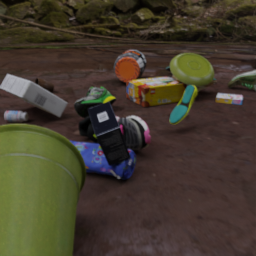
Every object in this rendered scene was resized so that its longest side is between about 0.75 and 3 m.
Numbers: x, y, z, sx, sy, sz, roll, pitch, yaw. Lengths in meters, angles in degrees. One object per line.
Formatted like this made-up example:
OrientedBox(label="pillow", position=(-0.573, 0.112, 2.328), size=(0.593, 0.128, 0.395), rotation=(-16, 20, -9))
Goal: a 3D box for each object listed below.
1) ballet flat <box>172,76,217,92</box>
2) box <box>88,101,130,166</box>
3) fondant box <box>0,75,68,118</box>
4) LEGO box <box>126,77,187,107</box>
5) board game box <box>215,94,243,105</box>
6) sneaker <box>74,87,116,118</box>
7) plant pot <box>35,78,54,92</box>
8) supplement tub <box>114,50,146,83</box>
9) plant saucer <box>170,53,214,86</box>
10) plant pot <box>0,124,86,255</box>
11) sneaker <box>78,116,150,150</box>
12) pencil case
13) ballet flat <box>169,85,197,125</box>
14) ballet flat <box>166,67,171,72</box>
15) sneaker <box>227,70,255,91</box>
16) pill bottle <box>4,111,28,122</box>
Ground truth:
OrientedBox(label="ballet flat", position=(3.363, -2.274, 14.511), size=(2.404, 0.785, 0.848), rotation=(15, 9, 37))
OrientedBox(label="box", position=(-0.433, 0.119, 6.288), size=(0.544, 0.951, 1.044), rotation=(-21, 40, -3))
OrientedBox(label="fondant box", position=(-3.642, -1.244, 10.724), size=(2.328, 0.678, 1.680), rotation=(22, -8, 46))
OrientedBox(label="LEGO box", position=(1.293, -1.709, 12.927), size=(2.257, 0.871, 1.681), rotation=(-11, 24, -26))
OrientedBox(label="board game box", position=(4.644, -1.332, 12.863), size=(1.125, 0.227, 0.861), rotation=(9, 23, 21))
OrientedBox(label="sneaker", position=(-1.412, -1.044, 10.879), size=(0.954, 0.874, 2.240), rotation=(47, 28, 7))
OrientedBox(label="plant pot", position=(-4.239, -2.081, 14.221), size=(0.841, 0.786, 0.786), rotation=(5, 16, -34))
OrientedBox(label="supplement tub", position=(0.127, -3.666, 16.746), size=(1.741, 1.741, 2.843), rotation=(3, 21, 6))
OrientedBox(label="plant saucer", position=(2.994, -2.795, 12.937), size=(2.119, 0.329, 2.119), rotation=(4, 54, -6))
OrientedBox(label="plant pot", position=(-1.534, 1.394, 3.875), size=(2.160, 2.160, 2.051), rotation=(-6, 34, -14))
OrientedBox(label="sneaker", position=(-0.528, 0.145, 8.113), size=(1.171, 0.987, 2.677), rotation=(-17, 23, -38))
OrientedBox(label="pencil case", position=(-0.726, 0.794, 6.773), size=(1.837, 0.717, 0.798), rotation=(7, 44, 16))
OrientedBox(label="ballet flat", position=(1.886, -0.695, 9.262), size=(0.497, 1.487, 0.498), rotation=(24, -8, 37))
OrientedBox(label="ballet flat", position=(3.291, -4.030, 19.142), size=(1.543, 0.564, 0.564), rotation=(-20, 28, -26))
OrientedBox(label="sneaker", position=(6.356, -2.342, 14.559), size=(2.355, 1.044, 0.906), rotation=(-15, -10, 39))
OrientedBox(label="pill bottle", position=(-4.086, -0.410, 10.252), size=(0.752, 0.409, 0.409), rotation=(1, 21, 3))
